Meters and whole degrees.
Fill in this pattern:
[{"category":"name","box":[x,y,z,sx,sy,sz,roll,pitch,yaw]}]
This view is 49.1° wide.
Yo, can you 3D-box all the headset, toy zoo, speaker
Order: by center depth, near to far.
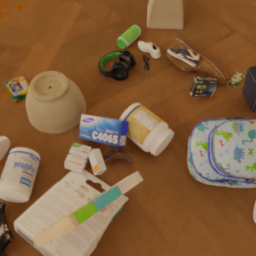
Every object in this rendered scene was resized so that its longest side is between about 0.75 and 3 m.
[{"category":"toy zoo","box":[-0.831,1.978,7.321,2.920,1.916,0.299,-23,78,-50]},{"category":"headset","box":[-0.195,-2.732,11.707,2.326,1.093,1.436,15,58,23]},{"category":"speaker","box":[0.043,-4.226,13.015,0.583,0.583,1.319,31,62,19]}]

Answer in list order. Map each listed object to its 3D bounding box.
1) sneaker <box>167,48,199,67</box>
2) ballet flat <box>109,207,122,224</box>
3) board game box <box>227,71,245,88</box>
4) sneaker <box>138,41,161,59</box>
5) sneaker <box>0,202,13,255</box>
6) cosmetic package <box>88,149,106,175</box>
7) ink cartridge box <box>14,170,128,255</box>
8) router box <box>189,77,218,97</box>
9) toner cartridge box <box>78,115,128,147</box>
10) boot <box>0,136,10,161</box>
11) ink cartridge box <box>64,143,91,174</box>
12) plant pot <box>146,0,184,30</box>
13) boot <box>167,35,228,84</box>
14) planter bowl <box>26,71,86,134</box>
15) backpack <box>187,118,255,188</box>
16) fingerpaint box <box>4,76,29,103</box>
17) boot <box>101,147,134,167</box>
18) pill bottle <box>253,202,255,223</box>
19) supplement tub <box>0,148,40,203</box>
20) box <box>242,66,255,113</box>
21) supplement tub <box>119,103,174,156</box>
[{"category":"sneaker","box":[2.273,-3.026,11.420,1.330,0.528,0.522,29,28,8]},{"category":"ballet flat","box":[-0.493,2.685,8.648,0.239,0.258,0.765,35,55,25]},{"category":"board game box","box":[4.555,-2.063,11.866,0.441,0.099,0.842,37,64,20]},{"category":"sneaker","box":[0.977,-3.643,12.638,1.263,0.550,0.471,34,63,22]},{"category":"sneaker","box":[-3.735,3.093,8.205,0.766,0.713,1.775,4,65,-10]},{"category":"cosmetic package","box":[-1.001,1.089,8.985,0.270,0.384,0.757,0,56,-38]},{"category":"ink cartridge box","box":[-1.658,2.654,8.578,2.218,0.686,2.735,29,43,20]},{"category":"router box","box":[2.938,-1.580,10.882,0.975,0.730,0.303,-3,37,-21]},{"category":"toner cartridge box","box":[-0.882,0.072,9.616,1.815,0.392,0.862,9,91,34]},{"category":"boot","box":[-5.317,1.112,9.195,1.253,1.009,2.774,32,63,13]},{"category":"ink cartridge box","box":[-1.707,1.016,9.519,0.658,0.379,0.902,17,48,2]},{"category":"plant pot","box":[1.874,-6.045,13.597,1.806,1.599,1.803,4,56,2]},{"category":"boot","box":[2.898,-2.645,11.931,2.932,1.079,1.106,44,97,19]},{"category":"planter bowl","box":[-2.782,-1.119,10.393,2.258,1.520,2.258,0,56,1]},{"category":"backpack","box":[3.123,0.723,8.765,2.431,1.787,2.225,0,76,8]},{"category":"fingerpaint box","box":[-4.442,-1.579,11.372,0.795,0.349,0.952,-28,63,-17]},{"category":"boot","box":[-0.473,1.110,9.345,1.057,0.340,0.986,-27,40,-23]},{"category":"pill bottle","box":[4.965,2.652,8.007,2.367,1.326,1.326,16,58,11]},{"category":"supplement tub","box":[-3.476,1.494,8.957,1.005,1.005,1.524,2,55,1]},{"category":"box","box":[5.303,-1.622,10.299,1.735,1.749,1.078,-19,63,6]},{"category":"supplement tub","box":[0.614,0.059,9.755,1.687,1.220,1.220,39,65,19]}]
